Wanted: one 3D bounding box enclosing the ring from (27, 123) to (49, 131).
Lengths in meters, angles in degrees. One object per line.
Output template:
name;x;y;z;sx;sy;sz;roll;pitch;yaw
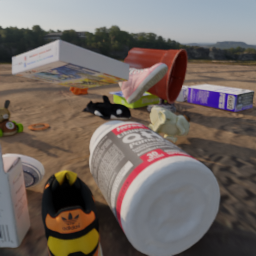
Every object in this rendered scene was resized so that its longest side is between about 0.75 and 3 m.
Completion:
ring;-3.286;-0.030;10.273;0.760;0.073;0.760;0;17;0

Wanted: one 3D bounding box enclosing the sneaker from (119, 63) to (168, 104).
sneaker;0.385;-1.800;9.685;0.795;1.104;2.112;-20;-14;-42

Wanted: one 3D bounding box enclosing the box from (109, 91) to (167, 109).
box;0.532;-1.529;14.079;2.614;0.623;1.594;-13;22;-36

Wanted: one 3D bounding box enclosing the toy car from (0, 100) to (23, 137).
toy car;-4.219;-0.357;9.512;0.901;1.142;0.938;14;23;38

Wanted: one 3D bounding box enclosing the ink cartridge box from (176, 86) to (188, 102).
ink cartridge box;2.883;-1.806;14.852;0.404;0.693;0.957;10;20;28

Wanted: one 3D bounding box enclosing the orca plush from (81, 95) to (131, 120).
orca plush;-0.933;-1.009;11.991;1.319;0.891;2.506;-14;22;-37

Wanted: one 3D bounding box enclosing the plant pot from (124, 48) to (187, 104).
plant pot;1.123;-2.438;12.246;2.256;2.320;2.320;18;23;24

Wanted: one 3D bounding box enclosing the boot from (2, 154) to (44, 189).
boot;-2.944;1.175;5.494;2.402;0.874;1.085;-3;30;1

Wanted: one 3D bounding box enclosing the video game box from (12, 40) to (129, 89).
video game box;-1.610;-1.671;8.001;2.269;0.583;2.491;2;-3;42

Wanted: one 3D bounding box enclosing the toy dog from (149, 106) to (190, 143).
toy dog;1.341;-0.101;8.808;1.303;0.909;1.264;13;30;-24

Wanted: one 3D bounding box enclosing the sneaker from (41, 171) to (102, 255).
sneaker;-0.970;1.133;4.688;0.931;1.198;2.661;-5;18;-16

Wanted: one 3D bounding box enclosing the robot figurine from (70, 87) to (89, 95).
robot figurine;-2.888;-2.378;16.603;0.916;0.742;1.273;7;19;29

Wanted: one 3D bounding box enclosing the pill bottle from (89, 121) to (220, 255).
pill bottle;0.183;0.791;5.139;1.561;1.561;2.820;-7;19;-21

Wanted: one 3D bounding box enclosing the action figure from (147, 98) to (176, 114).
action figure;1.543;-0.930;12.242;1.223;0.652;1.879;14;28;17

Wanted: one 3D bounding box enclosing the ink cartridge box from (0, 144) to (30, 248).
ink cartridge box;-3.117;0.596;4.188;2.904;2.520;0.632;0;18;0

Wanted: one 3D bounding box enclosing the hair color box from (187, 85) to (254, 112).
hair color box;4.418;-1.496;13.593;1.496;0.887;2.737;-13;20;-36
